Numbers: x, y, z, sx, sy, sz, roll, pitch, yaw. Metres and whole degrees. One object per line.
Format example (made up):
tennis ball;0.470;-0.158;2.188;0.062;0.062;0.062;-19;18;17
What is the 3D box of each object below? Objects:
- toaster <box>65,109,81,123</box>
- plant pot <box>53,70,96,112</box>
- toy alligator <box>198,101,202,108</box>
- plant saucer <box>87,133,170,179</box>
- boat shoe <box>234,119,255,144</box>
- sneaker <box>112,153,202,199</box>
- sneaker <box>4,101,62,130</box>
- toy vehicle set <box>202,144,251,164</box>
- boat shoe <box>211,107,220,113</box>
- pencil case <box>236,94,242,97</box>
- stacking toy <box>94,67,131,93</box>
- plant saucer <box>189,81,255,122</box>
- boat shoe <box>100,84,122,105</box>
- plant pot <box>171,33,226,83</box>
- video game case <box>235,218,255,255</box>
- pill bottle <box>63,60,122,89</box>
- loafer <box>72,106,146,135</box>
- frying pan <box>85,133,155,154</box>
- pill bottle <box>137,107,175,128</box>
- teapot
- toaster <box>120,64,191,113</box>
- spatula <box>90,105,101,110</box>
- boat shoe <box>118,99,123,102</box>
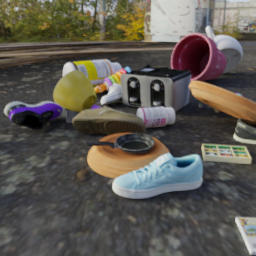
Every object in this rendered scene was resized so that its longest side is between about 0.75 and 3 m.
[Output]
toaster;-1.851;-0.591;10.383;0.898;0.589;0.993;-3;22;-8
plant pot;-1.663;-1.087;9.486;0.992;1.397;1.397;39;37;19
toy alligator;2.972;-1.294;11.411;0.323;0.976;0.234;-1;-22;16
plant saucer;0.029;0.640;7.497;2.227;0.417;2.227;0;22;0
boat shoe;4.322;0.135;8.421;2.080;0.703;0.747;7;21;13
sneaker;0.657;0.937;6.137;2.064;0.846;0.763;-7;21;-17
sneaker;-3.029;-0.338;9.629;1.061;0.742;2.134;41;29;28
toy vehicle set;2.660;0.702;7.677;1.203;0.159;0.748;3;22;8
boat shoe;3.643;-0.863;11.421;0.317;0.352;0.978;-4;15;4
pencil case;4.298;-1.237;12.102;1.203;0.532;0.532;-2;21;-12
stacking toy;-0.751;-2.098;13.523;2.045;1.122;1.187;-22;1;-23
plant saucer;3.434;-0.799;9.595;2.952;0.476;2.952;24;6;-3
boat shoe;-0.547;-1.609;12.433;0.775;0.688;2.106;-22;7;41
plant pot;4.309;-3.871;16.294;2.454;2.742;2.742;0;16;-42
video game case;2.424;1.857;4.822;0.900;0.103;0.819;0;21;4
pill bottle;-1.739;-2.632;14.250;2.844;1.554;1.554;-13;25;-31
loafer;-0.578;-0.257;8.854;2.370;0.901;0.799;7;48;11
frying pan;-0.106;0.476;7.148;1.702;0.277;1.029;-15;27;-29
pill bottle;0.957;-0.374;9.683;1.207;0.684;0.684;-5;22;-13
teapot;5.983;-5.073;18.377;2.744;2.780;2.030;2;58;-10
toaster;1.259;-1.750;12.006;2.376;1.559;2.628;12;25;29
spatula;-1.727;-0.876;11.696;1.411;0.145;0.399;12;32;36
boat shoe;-0.143;-1.336;12.741;0.785;0.265;0.282;-20;30;-38
